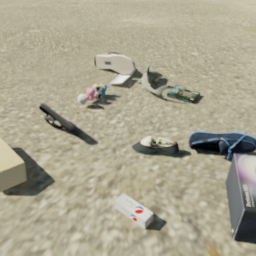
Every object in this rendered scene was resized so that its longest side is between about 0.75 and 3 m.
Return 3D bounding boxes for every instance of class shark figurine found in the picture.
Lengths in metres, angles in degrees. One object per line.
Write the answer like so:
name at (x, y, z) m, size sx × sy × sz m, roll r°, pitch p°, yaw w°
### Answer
shark figurine at (1.159, -2.580, 14.540) m, size 1.720 × 1.201 × 2.878 m, roll 7°, pitch 32°, yaw -5°

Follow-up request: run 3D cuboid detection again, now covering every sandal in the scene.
sandal at (-3.022, -0.297, 11.651) m, size 2.733 × 1.039 × 0.585 m, roll 31°, pitch 79°, yaw 41°

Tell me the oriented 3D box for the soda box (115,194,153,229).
soda box at (0.160, 2.436, 8.241) m, size 1.159 × 0.369 × 0.395 m, roll 26°, pitch 43°, yaw 33°

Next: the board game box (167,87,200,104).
board game box at (2.814, -1.684, 14.231) m, size 1.431 × 0.201 × 0.968 m, roll 20°, pitch 40°, yaw 27°

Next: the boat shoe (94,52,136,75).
boat shoe at (-0.513, -3.974, 16.576) m, size 2.994 × 1.118 × 1.388 m, roll 20°, pitch 37°, yaw 33°

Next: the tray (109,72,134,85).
tray at (-0.341, -2.734, 15.613) m, size 0.848 × 0.175 × 1.580 m, roll 1°, pitch 32°, yaw 29°

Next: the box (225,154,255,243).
box at (4.119, 2.028, 7.950) m, size 2.246 × 1.396 × 2.265 m, roll 5°, pitch 35°, yaw 9°

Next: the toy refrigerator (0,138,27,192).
toy refrigerator at (-4.596, 1.098, 9.734) m, size 0.960 × 0.885 × 2.529 m, roll -23°, pitch 42°, yaw -40°

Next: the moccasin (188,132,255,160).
moccasin at (3.460, 0.721, 10.364) m, size 2.422 × 0.975 × 0.826 m, roll 0°, pitch 34°, yaw 24°

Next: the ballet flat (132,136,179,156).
ballet flat at (1.035, 0.622, 10.590) m, size 1.804 × 0.659 × 0.659 m, roll 6°, pitch 36°, yaw 10°

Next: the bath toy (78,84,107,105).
bath toy at (-1.723, -1.665, 13.574) m, size 0.616 × 0.725 × 1.668 m, roll -13°, pitch 15°, yaw 42°
